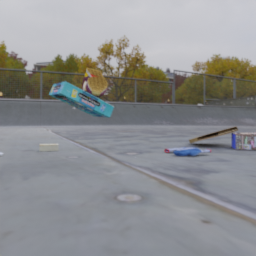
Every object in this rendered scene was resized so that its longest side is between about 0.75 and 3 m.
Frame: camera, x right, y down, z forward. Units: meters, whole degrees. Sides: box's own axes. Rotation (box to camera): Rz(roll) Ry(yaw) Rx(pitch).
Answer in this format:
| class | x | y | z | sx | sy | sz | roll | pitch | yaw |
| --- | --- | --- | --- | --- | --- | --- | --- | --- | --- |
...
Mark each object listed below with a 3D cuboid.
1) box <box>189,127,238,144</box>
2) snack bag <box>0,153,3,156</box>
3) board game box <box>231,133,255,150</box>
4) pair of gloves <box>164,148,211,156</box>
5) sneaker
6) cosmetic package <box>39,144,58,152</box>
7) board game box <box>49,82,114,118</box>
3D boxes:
| class | x | y | z | sx | sy | sz | roll | pitch | yaw |
| --- | --- | --- | --- | --- | --- | --- | --- | --- | --- |
| box | 4.071 | 0.376 | 13.735 | 1.895 | 0.247 | 2.318 | -16 | -5 | 1 |
| snack bag | -5.096 | 0.965 | 9.628 | 1.176 | 0.126 | 1.109 | 0 | 3 | -1 |
| board game box | 5.356 | 0.584 | 12.304 | 1.405 | 0.680 | 1.120 | 0 | 2 | 11 |
| pair of gloves | 2.237 | 0.902 | 10.568 | 1.439 | 0.204 | 1.790 | -2 | 1 | -11 |
| sneaker | -1.459 | -1.637 | 11.788 | 0.896 | 1.077 | 2.390 | 12 | 28 | -16 |
| cosmetic package | -3.277 | 0.818 | 11.603 | 0.763 | 0.279 | 0.395 | -1 | 2 | -15 |
| board game box | -1.350 | -0.783 | 8.048 | 1.557 | 0.365 | 1.176 | 27 | -10 | -29 |
